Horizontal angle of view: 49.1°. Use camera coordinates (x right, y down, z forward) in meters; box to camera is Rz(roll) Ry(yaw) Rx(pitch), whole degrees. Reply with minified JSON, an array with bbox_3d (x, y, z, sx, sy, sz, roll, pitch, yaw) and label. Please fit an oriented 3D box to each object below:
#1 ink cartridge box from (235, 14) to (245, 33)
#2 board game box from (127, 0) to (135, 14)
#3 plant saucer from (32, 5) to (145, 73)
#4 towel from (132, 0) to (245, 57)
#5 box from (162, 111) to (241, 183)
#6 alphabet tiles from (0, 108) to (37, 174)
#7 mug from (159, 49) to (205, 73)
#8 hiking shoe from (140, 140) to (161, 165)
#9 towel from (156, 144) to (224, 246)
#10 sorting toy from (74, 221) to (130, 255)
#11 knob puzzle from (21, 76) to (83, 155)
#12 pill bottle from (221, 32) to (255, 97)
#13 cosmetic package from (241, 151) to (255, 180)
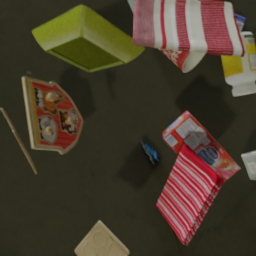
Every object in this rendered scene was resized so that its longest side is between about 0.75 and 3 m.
[{"bbox_3d":[4.141,-3.986,11.778,1.040,0.366,1.744,22,85,3],"label":"ink cartridge box"},{"bbox_3d":[1.369,-5.477,11.777,2.519,0.810,1.858,-23,83,-4],"label":"board game box"},{"bbox_3d":[-1.268,-2.473,8.741,2.621,2.625,0.628,-3,75,42],"label":"plant saucer"},{"bbox_3d":[1.608,-2.881,7.662,2.946,0.335,2.122,5,58,-5],"label":"towel"},{"bbox_3d":[2.247,0.692,8.852,1.140,1.092,2.287,-43,94,11],"label":"box"},{"bbox_3d":[-3.309,0.349,8.455,0.078,1.721,2.059,-28,103,-18],"label":"alphabet tiles"},{"bbox_3d":[1.551,-2.832,9.520,1.272,1.693,1.907,-41,71,-15],"label":"mug"},{"bbox_3d":[0.853,0.917,11.078,0.473,0.406,1.092,-30,93,-12],"label":"hiking shoe"},{"bbox_3d":[1.511,1.732,7.432,0.250,1.609,2.225,7,115,-30],"label":"towel"},{"bbox_3d":[-0.728,3.423,7.767,1.200,0.236,1.296,41,101,18],"label":"sorting toy"},{"bbox_3d":[-1.976,-0.349,8.185,0.344,2.478,2.478,-18,81,26],"label":"knob puzzle"},{"bbox_3d":[3.384,-1.883,8.452,0.985,0.985,1.758,-9,89,-1],"label":"pill bottle"},{"bbox_3d":[5.905,1.144,10.504,2.628,1.404,1.185,-17,81,-4],"label":"cosmetic package"}]
